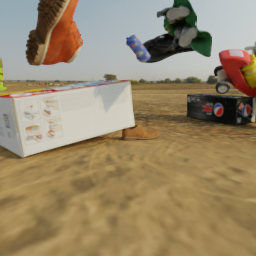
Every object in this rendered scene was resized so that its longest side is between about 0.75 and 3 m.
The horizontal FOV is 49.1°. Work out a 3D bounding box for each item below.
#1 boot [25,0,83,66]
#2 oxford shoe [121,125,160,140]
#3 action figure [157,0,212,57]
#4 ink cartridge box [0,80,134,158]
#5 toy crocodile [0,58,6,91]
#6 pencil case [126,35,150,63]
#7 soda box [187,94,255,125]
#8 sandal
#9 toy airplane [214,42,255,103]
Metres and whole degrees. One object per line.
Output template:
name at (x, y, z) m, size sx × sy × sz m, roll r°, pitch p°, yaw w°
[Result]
boot at (-1.888, -3.023, 8.278) m, size 1.535 × 1.074 × 2.863 m, roll -4°, pitch -33°, yaw -40°
oxford shoe at (0.317, 0.097, 6.542) m, size 0.951 × 0.339 × 0.339 m, roll -1°, pitch 7°, yaw -21°
action figure at (0.967, -2.048, 5.570) m, size 0.626 × 1.352 × 2.289 m, roll -24°, pitch 16°, yaw 10°
ink cartridge box at (-1.578, -0.375, 6.224) m, size 2.572 × 1.079 × 2.258 m, roll -16°, pitch 16°, yaw -38°
toy crocodile at (-3.965, -1.753, 8.536) m, size 0.384 × 1.244 × 0.420 m, roll -5°, pitch -1°, yaw -27°
pencil case at (0.285, -2.332, 8.275) m, size 0.380 × 0.874 × 0.341 m, roll -36°, pitch 29°, yaw 13°
soda box at (3.152, -0.710, 9.856) m, size 0.812 × 0.907 × 2.564 m, roll -7°, pitch 11°, yaw -24°
sandal at (1.502, -3.054, 9.999) m, size 2.587 × 0.973 × 0.619 m, roll -14°, pitch -26°, yaw 5°
toy airplane at (4.354, -1.503, 8.902) m, size 2.772 × 2.784 × 1.965 m, roll -17°, pitch -20°, yaw -43°
